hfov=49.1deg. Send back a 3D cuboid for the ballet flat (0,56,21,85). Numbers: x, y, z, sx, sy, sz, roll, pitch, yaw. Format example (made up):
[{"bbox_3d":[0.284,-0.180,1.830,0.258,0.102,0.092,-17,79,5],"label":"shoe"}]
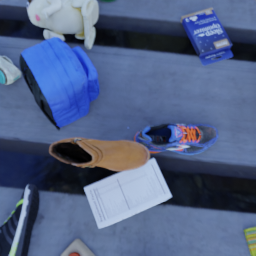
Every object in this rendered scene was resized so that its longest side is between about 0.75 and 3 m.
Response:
[{"bbox_3d":[-5.035,-2.551,10.332,2.684,0.905,0.837,42,48,9],"label":"ballet flat"}]

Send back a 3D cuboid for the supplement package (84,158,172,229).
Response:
[{"bbox_3d":[-0.027,1.997,8.466,2.234,1.224,1.271,-21,73,-7],"label":"supplement package"}]

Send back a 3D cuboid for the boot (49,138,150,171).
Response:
[{"bbox_3d":[-0.673,0.640,7.242,2.445,1.898,0.938,11,86,6],"label":"boot"}]

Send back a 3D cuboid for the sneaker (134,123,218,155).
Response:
[{"bbox_3d":[1.592,0.326,9.101,2.781,1.091,1.048,-6,73,-2],"label":"sneaker"}]

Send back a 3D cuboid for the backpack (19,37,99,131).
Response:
[{"bbox_3d":[-2.140,-1.602,8.932,2.199,2.621,2.129,-34,74,-10],"label":"backpack"}]

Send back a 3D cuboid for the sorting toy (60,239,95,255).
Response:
[{"bbox_3d":[-1.332,4.517,8.129,2.043,0.274,1.522,42,76,13],"label":"sorting toy"}]

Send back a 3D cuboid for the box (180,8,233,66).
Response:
[{"bbox_3d":[3.061,-3.538,10.794,1.331,0.356,2.197,-19,74,-6],"label":"box"}]

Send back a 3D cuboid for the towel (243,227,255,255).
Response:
[{"bbox_3d":[4.089,3.865,8.416,0.731,0.153,1.699,-11,72,-3],"label":"towel"}]

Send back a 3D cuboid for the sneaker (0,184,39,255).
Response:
[{"bbox_3d":[-3.442,2.924,8.319,1.073,0.929,2.591,8,72,3],"label":"sneaker"}]

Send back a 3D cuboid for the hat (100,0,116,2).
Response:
[{"bbox_3d":[-0.766,-5.818,11.092,1.329,1.170,1.101,5,69,0],"label":"hat"}]

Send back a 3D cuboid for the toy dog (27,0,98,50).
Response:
[{"bbox_3d":[-2.491,-4.332,10.356,2.546,1.776,2.468,8,59,3],"label":"toy dog"}]
